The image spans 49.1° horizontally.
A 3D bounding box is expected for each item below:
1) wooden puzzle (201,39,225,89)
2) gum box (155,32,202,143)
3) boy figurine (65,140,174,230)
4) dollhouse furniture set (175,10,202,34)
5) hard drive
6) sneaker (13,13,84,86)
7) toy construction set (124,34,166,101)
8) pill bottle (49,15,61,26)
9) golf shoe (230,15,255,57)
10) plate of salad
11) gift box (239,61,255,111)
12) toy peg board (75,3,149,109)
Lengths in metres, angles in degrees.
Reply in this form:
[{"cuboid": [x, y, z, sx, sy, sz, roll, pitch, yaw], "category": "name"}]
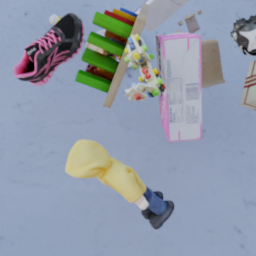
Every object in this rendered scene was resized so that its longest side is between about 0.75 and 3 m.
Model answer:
[{"cuboid": [2.348, -1.943, 8.486, 1.291, 0.323, 1.394, -18, 96, -36], "category": "wooden puzzle"}, {"cuboid": [1.300, -1.035, 7.341, 0.892, 2.697, 1.530, -6, 21, 1], "category": "gum box"}, {"cuboid": [-0.138, 1.240, 6.118, 0.872, 2.708, 1.684, -54, 28, -3], "category": "boy figurine"}, {"cuboid": [2.150, -3.238, 9.316, 1.029, 0.878, 0.502, -28, 29, 8], "category": "dollhouse furniture set"}, {"cuboid": [1.221, -4.385, 10.104, 1.435, 2.175, 0.276, -2, 68, -49], "category": "hard drive"}, {"cuboid": [-2.507, -2.404, 8.664, 2.814, 1.342, 1.112, -45, 79, 18], "category": "sneaker"}, {"cuboid": [0.329, -1.179, 6.013, 0.692, 0.986, 1.503, -14, 59, 24], "category": "toy construction set"}, {"cuboid": [-3.123, -4.748, 12.779, 0.546, 0.546, 0.955, -40, 66, -22], "category": "pill bottle"}, {"cuboid": [3.639, -2.640, 8.536, 0.885, 2.276, 1.075, -13, 93, 27], "category": "golf shoe"}, {"cuboid": [-0.546, -3.543, 11.985, 2.596, 0.624, 2.596, 0, 57, 0], "category": "plate of salad"}, {"cuboid": [4.055, -1.004, 7.496, 1.600, 1.494, 1.477, 21, 85, -8], "category": "gift box"}, {"cuboid": [-0.458, -2.236, 7.713, 1.172, 2.397, 2.387, 21, 33, -7], "category": "toy peg board"}]
